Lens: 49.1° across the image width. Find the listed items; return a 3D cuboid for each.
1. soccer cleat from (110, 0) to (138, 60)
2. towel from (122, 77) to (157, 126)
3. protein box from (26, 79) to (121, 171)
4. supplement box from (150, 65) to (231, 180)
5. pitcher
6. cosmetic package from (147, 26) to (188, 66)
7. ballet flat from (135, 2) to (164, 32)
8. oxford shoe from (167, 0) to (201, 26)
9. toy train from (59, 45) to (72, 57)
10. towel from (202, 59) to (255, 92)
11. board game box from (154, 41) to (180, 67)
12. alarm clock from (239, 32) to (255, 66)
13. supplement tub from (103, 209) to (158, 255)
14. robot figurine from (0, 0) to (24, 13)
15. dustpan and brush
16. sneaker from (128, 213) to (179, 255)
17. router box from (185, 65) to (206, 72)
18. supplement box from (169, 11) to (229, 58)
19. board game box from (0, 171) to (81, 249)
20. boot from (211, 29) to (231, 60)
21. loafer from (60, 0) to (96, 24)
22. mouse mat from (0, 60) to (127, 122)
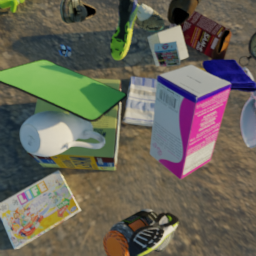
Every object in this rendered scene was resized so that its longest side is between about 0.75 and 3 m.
[{"bbox_3d":[-0.054,-3.245,9.225,0.678,0.878,2.098,14,98,24],"label":"soccer cleat"},{"bbox_3d":[0.721,-1.107,11.586,1.622,0.263,2.208,8,68,2],"label":"towel"},{"bbox_3d":[-1.762,-0.104,10.267,2.854,1.940,2.875,3,68,1],"label":"protein box"},{"bbox_3d":[1.626,-0.136,7.901,1.417,2.742,1.387,-23,44,-31],"label":"supplement box"},{"bbox_3d":[-1.639,0.187,7.283,1.610,1.877,1.138,31,116,24],"label":"pitcher"},{"bbox_3d":[1.439,-2.965,10.240,0.958,0.964,1.152,-23,106,-12],"label":"cosmetic package"},{"bbox_3d":[0.497,-4.357,10.651,0.818,0.908,2.410,-40,41,6],"label":"ballet flat"},{"bbox_3d":[1.612,-3.747,9.145,0.757,2.083,0.879,31,89,-7],"label":"oxford shoe"},{"bbox_3d":[-2.343,-2.881,10.500,0.437,0.332,0.766,13,23,-25],"label":"toy train"},{"bbox_3d":[2.868,-1.542,7.984,1.109,0.372,1.502,0,38,-12],"label":"towel"},{"bbox_3d":[1.224,-2.262,8.663,0.675,0.915,0.294,-2,70,18],"label":"board game box"},{"bbox_3d":[4.090,-2.415,8.539,1.526,0.508,1.030,-35,85,26],"label":"alarm clock"},{"bbox_3d":[0.153,2.927,7.627,1.628,0.998,0.998,-9,61,-49],"label":"supplement tub"},{"bbox_3d":[-5.672,-6.297,13.246,1.719,0.994,1.508,-21,72,-8],"label":"robot figurine"},{"bbox_3d":[4.195,-0.749,8.964,1.781,0.730,2.551,-26,88,15],"label":"dustpan and brush"},{"bbox_3d":[0.669,2.797,6.924,0.683,1.848,0.748,15,108,38],"label":"sneaker"},{"bbox_3d":[2.126,-1.535,8.878,0.973,0.323,1.237,16,38,17],"label":"router box"},{"bbox_3d":[3.024,-4.178,12.225,2.437,1.326,0.742,33,71,13],"label":"supplement box"},{"bbox_3d":[-3.163,2.852,9.921,2.449,0.419,1.646,-30,71,-11],"label":"board game box"},{"bbox_3d":[2.730,-2.265,8.168,0.427,1.174,1.247,25,27,8],"label":"boot"},{"bbox_3d":[-1.654,-4.029,9.553,0.739,0.844,2.350,3,24,5],"label":"loafer"},{"bbox_3d":[-1.689,-1.112,7.451,2.981,0.112,2.399,23,28,11],"label":"mouse mat"}]
